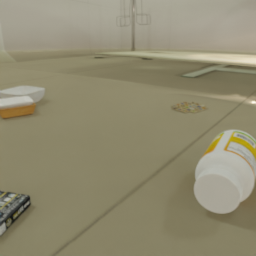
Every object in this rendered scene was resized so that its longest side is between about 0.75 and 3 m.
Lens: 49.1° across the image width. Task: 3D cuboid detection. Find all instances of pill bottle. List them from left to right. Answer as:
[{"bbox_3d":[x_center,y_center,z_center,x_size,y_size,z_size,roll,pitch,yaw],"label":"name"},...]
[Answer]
[{"bbox_3d":[2.481,1.049,7.028,1.347,1.347,2.426,11,24,27],"label":"pill bottle"}]

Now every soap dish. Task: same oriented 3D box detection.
[{"bbox_3d":[-5.391,-0.995,13.344,1.690,0.686,1.330,-12,24,-30],"label":"soap dish"}]

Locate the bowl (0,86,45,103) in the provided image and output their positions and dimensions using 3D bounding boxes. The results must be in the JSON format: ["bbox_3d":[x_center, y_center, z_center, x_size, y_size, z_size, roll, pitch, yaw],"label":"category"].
[{"bbox_3d":[-5.727,-1.741,15.271,1.924,0.719,1.927,10,24,24],"label":"bowl"}]

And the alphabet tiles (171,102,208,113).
[{"bbox_3d":[3.127,-1.064,14.379,1.770,0.056,1.473,-17,27,-38],"label":"alphabet tiles"}]

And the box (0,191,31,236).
[{"bbox_3d":[-2.979,1.896,6.269,1.024,0.312,1.270,6,22,12],"label":"box"}]
